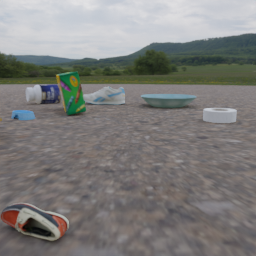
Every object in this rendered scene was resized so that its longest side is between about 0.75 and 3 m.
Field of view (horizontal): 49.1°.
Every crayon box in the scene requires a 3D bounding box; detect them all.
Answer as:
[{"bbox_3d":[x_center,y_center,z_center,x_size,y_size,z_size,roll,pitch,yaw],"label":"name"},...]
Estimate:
[{"bbox_3d":[-2.460,-1.538,11.866,0.773,1.576,2.653,-13,14,-13],"label":"crayon box"}]

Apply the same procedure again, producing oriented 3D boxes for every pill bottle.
[{"bbox_3d":[-4.505,-1.821,15.088,1.795,0.997,0.997,-7,13,-31],"label":"pill bottle"}]

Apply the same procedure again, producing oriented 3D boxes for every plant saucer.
[{"bbox_3d":[1.987,-1.347,13.940,2.730,0.526,2.730,0,12,0],"label":"plant saucer"}]

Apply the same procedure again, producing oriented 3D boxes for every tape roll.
[{"bbox_3d":[3.155,-0.438,9.651,1.100,0.385,1.100,0,11,0],"label":"tape roll"}]

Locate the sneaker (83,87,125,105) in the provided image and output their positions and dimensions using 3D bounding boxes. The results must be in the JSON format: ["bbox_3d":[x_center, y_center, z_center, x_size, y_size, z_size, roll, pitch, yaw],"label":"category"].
[{"bbox_3d":[-1.299,-1.728,14.862,2.276,0.919,0.871,0,13,5],"label":"sneaker"}]

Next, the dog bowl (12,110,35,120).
[{"bbox_3d":[-3.835,-0.477,10.211,1.021,0.253,0.569,8,14,39],"label":"dog bowl"}]

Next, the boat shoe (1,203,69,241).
[{"bbox_3d":[-0.994,0.969,2.861,0.768,0.273,0.240,8,15,15],"label":"boat shoe"}]
